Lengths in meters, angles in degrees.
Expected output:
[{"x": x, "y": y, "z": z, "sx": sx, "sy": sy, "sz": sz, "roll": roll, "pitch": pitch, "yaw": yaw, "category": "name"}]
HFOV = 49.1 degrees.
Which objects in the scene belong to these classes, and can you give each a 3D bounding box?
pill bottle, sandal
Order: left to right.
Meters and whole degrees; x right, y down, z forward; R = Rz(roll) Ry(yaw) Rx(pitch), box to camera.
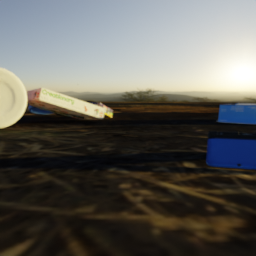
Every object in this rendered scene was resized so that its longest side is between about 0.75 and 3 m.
[{"x": -4.241, "y": -0.854, "z": 8.483, "sx": 1.660, "sy": 1.660, "sz": 2.960, "roll": -4, "pitch": 5, "yaw": -33, "category": "pill bottle"}, {"x": -2.346, "y": -0.749, "z": 13.063, "sx": 2.380, "sy": 0.536, "sz": 0.894, "roll": -12, "pitch": -19, "yaw": 19, "category": "sandal"}]

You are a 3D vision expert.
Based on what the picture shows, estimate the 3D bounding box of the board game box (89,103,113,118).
[{"x": -1.427, "y": -0.763, "z": 12.028, "sx": 1.090, "sy": 0.374, "sz": 1.318, "roll": 2, "pitch": -9, "yaw": 21, "category": "board game box"}]

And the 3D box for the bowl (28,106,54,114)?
[{"x": -3.737, "y": -1.020, "z": 12.930, "sx": 1.646, "sy": 0.323, "sz": 1.646, "roll": -10, "pitch": -12, "yaw": -2, "category": "bowl"}]

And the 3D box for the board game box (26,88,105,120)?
[{"x": -2.313, "y": -0.788, "z": 10.004, "sx": 2.537, "sy": 0.439, "sz": 1.602, "roll": 16, "pitch": -10, "yaw": -41, "category": "board game box"}]

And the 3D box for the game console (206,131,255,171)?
[{"x": 1.777, "y": 0.440, "z": 4.160, "sx": 1.171, "sy": 0.693, "sz": 0.999, "roll": 3, "pitch": -24, "yaw": 18, "category": "game console"}]

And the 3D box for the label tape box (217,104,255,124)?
[{"x": 4.172, "y": -0.539, "z": 10.203, "sx": 1.516, "sy": 0.699, "sz": 2.116, "roll": 3, "pitch": 6, "yaw": 27, "category": "label tape box"}]
